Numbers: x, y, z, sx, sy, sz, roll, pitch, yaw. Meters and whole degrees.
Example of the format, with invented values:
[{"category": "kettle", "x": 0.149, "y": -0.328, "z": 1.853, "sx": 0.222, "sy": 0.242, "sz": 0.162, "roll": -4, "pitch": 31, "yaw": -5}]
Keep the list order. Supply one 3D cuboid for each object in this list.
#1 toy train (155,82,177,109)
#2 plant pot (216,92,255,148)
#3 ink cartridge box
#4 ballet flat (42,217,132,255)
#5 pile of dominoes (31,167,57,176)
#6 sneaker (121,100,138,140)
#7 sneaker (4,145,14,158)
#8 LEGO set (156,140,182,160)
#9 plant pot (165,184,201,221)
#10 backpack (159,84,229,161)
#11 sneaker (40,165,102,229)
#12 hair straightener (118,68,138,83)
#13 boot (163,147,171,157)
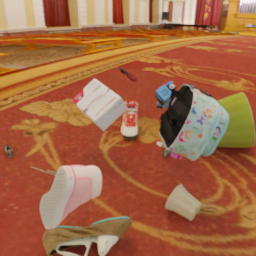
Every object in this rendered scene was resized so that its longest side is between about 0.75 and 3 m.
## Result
[{"category": "toy train", "x": 1.675, "y": -1.367, "z": 12.369, "sx": 0.996, "sy": 1.743, "sz": 0.756, "roll": -35, "pitch": 76, "yaw": -7}, {"category": "plant pot", "x": 4.171, "y": -0.114, "z": 13.186, "sx": 2.744, "sy": 2.568, "sz": 2.568, "roll": -12, "pitch": 25, "yaw": 12}, {"category": "ink cartridge box", "x": -1.298, "y": -1.052, "z": 12.547, "sx": 1.541, "sy": 0.884, "sz": 2.121, "roll": -44, "pitch": 51, "yaw": -8}, {"category": "ballet flat", "x": -1.136, "y": 3.241, "z": 8.078, "sx": 2.627, "sy": 0.891, "sz": 0.950, "roll": -4, "pitch": 48, "yaw": -7}, {"category": "pile of dominoes", "x": -2.382, "y": 1.216, "z": 8.037, "sx": 0.595, "sy": 0.764, "sz": 0.122, "roll": 11, "pitch": 73, "yaw": 32}, {"category": "sneaker", "x": 0.074, "y": -0.539, "z": 14.714, "sx": 0.873, "sy": 1.401, "sz": 2.614, "roll": 1, "pitch": 27, "yaw": 2}, {"category": "sneaker", "x": -5.497, "y": 0.951, "z": 12.896, "sx": 0.380, "sy": 0.407, "sz": 1.078, "roll": -17, "pitch": 32, "yaw": -30}, {"category": "LEGO set", "x": 1.510, "y": 0.664, "z": 10.589, "sx": 0.523, "sy": 0.486, "sz": 1.275, "roll": 13, "pitch": 15, "yaw": -37}, {"category": "plant pot", "x": 1.886, "y": 2.550, "z": 9.328, "sx": 0.907, "sy": 0.991, "sz": 0.991, "roll": 32, "pitch": 39, "yaw": 28}, {"category": "backpack", "x": 2.100, "y": -0.138, "z": 9.205, "sx": 1.900, "sy": 2.240, "sz": 2.523, "roll": 25, "pitch": 15, "yaw": -1}, {"category": "sneaker", "x": -1.281, "y": 1.609, "z": 6.512, "sx": 1.114, "sy": 2.131, "sz": 0.802, "roll": -3, "pitch": 49, "yaw": -39}, {"category": "hair straightener", "x": -0.089, "y": -1.961, "z": 10.273, "sx": 0.976, "sy": 0.200, "sz": 0.375, "roll": 23, "pitch": 3, "yaw": -41}, {"category": "boot", "x": 1.974, "y": 1.075, "z": 12.784, "sx": 0.638, "sy": 0.331, "sz": 0.976, "roll": 16, "pitch": 32, "yaw": 18}]
